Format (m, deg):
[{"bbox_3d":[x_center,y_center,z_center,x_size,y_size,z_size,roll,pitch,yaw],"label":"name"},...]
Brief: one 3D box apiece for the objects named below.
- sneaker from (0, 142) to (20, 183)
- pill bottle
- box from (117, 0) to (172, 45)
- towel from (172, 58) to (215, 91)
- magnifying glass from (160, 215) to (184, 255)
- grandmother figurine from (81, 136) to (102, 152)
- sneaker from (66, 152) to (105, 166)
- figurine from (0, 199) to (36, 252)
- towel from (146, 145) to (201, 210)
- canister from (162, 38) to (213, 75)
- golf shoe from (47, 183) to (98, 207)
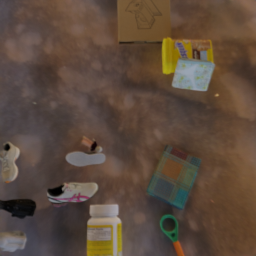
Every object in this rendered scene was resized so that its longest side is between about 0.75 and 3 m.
[{"bbox_3d":[-3.979,1.102,9.148,0.543,0.659,1.434,-16,51,3],"label":"sneaker"},{"bbox_3d":[-0.729,3.333,8.612,1.061,1.061,1.857,-1,74,0],"label":"pill bottle"},{"bbox_3d":[0.610,-4.449,10.959,2.067,0.269,2.529,-1,77,0],"label":"box"},{"bbox_3d":[2.291,-1.872,9.893,1.292,1.106,0.311,7,35,-2],"label":"towel"},{"bbox_3d":[1.471,3.526,9.049,0.574,0.161,1.441,-20,78,-5],"label":"magnifying glass"},{"bbox_3d":[-1.260,0.614,9.695,0.781,0.237,0.474,28,116,10],"label":"grandmother figurine"},{"bbox_3d":[-1.446,1.014,9.212,1.269,0.629,0.449,2,84,-22],"label":"sneaker"},{"bbox_3d":[-3.846,2.895,8.461,1.620,0.715,1.660,24,74,-39],"label":"figurine"},{"bbox_3d":[1.558,1.649,9.488,1.359,0.201,1.853,24,77,5],"label":"towel"},{"bbox_3d":[2.153,-2.628,10.273,1.718,0.744,1.276,0,76,-1],"label":"canister"},{"bbox_3d":[-1.783,2.058,8.992,1.626,0.749,0.590,-15,44,-3],"label":"golf shoe"}]
